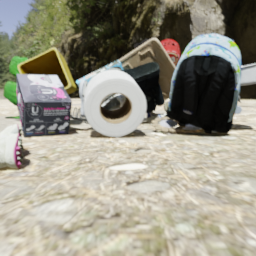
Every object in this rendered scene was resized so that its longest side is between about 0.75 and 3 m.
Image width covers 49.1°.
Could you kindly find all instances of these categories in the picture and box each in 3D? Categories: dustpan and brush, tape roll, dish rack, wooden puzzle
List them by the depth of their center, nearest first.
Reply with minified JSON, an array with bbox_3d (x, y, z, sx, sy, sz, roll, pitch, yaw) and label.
[{"bbox_3d":[-0.405,-0.722,8.012,1.694,1.694,1.163,-1,21,-9],"label":"tape roll"},{"bbox_3d":[3.820,-1.735,8.348,1.985,0.814,2.844,-11,9,-22],"label":"dustpan and brush"},{"bbox_3d":[-1.407,-0.420,10.022,1.618,0.575,2.109,7,-2,45],"label":"dish rack"},{"bbox_3d":[0.655,-1.994,11.345,2.717,2.517,0.629,-26,30,25],"label":"wooden puzzle"}]

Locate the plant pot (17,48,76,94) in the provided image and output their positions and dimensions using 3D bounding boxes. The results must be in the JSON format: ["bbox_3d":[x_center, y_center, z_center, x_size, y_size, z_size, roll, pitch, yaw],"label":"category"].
[{"bbox_3d":[-2.866,-1.795,10.639,1.585,1.574,1.621,-23,-6,6],"label":"plant pot"}]

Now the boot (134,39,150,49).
[{"bbox_3d":[0.704,-3.137,11.172,0.788,0.287,0.837,-22,-22,14],"label":"boot"}]

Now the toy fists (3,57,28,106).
[{"bbox_3d":[-4.390,-1.860,11.515,1.051,2.061,0.709,31,18,26],"label":"toy fists"}]

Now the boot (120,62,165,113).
[{"bbox_3d":[0.219,-1.265,10.591,2.344,1.969,0.895,-19,46,-5],"label":"boot"}]

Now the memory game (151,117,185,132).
[{"bbox_3d":[1.286,-0.116,8.942,1.101,0.070,1.101,-1,27,0],"label":"memory game"}]

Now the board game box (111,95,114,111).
[{"bbox_3d":[-0.603,-1.533,12.617,0.994,1.958,0.466,-22,7,16],"label":"board game box"}]

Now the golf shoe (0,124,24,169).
[{"bbox_3d":[-2.382,0.317,5.239,0.817,0.672,1.785,-6,8,-18],"label":"golf shoe"}]

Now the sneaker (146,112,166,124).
[{"bbox_3d":[1.264,-0.405,11.715,0.646,0.452,1.118,0,13,-28],"label":"sneaker"}]

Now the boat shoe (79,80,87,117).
[{"bbox_3d":[-1.255,-0.918,8.982,0.514,1.206,0.446,4,15,12],"label":"boat shoe"}]

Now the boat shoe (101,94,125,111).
[{"bbox_3d":[-0.306,-1.080,11.123,1.932,0.684,0.670,-27,27,1],"label":"boat shoe"}]

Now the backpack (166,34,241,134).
[{"bbox_3d":[2.138,-1.276,7.748,2.072,1.953,2.540,16,-25,22],"label":"backpack"}]

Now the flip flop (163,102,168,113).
[{"bbox_3d":[2.360,-0.866,11.086,2.108,0.855,0.607,-4,-32,-19],"label":"flip flop"}]

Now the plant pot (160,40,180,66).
[{"bbox_3d":[1.605,-2.906,11.065,0.915,0.915,0.833,0,42,0],"label":"plant pot"}]

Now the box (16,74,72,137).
[{"bbox_3d":[-2.637,-0.766,8.620,1.359,1.180,2.056,-3,33,-26],"label":"box"}]

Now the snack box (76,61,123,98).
[{"bbox_3d":[-0.948,-1.686,10.672,1.807,1.050,0.335,-29,33,-9],"label":"snack box"}]

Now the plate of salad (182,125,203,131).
[{"bbox_3d":[2.168,-0.020,9.406,0.897,0.215,0.897,-4,17,1],"label":"plate of salad"}]

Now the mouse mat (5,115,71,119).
[{"bbox_3d":[-4.493,-0.594,14.298,2.220,0.104,2.759,3,9,22],"label":"mouse mat"}]

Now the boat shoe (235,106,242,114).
[{"bbox_3d":[5.764,-1.165,16.475,1.747,0.645,0.745,5,9,21],"label":"boat shoe"}]
